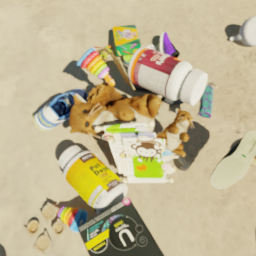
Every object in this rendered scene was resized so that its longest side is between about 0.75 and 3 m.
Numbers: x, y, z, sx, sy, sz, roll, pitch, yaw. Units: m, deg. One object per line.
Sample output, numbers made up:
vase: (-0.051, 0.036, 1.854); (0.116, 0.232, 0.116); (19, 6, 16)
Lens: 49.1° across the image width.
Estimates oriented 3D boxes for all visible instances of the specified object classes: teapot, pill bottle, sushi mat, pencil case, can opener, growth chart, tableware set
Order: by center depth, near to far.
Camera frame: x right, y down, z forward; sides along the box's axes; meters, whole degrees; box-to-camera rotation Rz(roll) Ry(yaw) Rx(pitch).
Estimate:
growth chart: (0.349, 0.838, 8.556); (1.981, 2.738, 0.243); (-9, 37, 15)
tableware set: (-2.599, 3.161, 8.852); (1.367, 0.159, 1.142); (-46, 66, -6)
pill bottle: (1.245, -1.653, 9.009); (2.334, 1.279, 1.279); (28, 62, 26)
pill bottle: (-1.212, 1.634, 9.121); (2.319, 1.267, 1.267); (39, 66, 23)
sushi mat: (-0.179, -1.898, 9.528); (0.085, 1.400, 0.670); (-36, 47, -4)
pencil case: (2.695, -0.905, 9.747); (0.476, 0.517, 1.118); (14, 71, -9)
can opener: (1.228, -1.444, 11.536); (2.236, 0.597, 0.748); (9, 66, 4)
teapot: (5.830, -4.544, 13.207); (1.439, 1.051, 1.420); (19, 101, -16)

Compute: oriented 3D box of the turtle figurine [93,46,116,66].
turtle figurine: (-1.008, -3.369, 12.811); (1.501, 0.483, 1.210); (12, 59, 7)

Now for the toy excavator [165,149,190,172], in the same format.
toy excavator: (1.494, 0.938, 10.156); (1.348, 0.673, 1.311); (-1, 59, -11)

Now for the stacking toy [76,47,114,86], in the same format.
stacking toy: (-0.955, -1.936, 9.369); (0.768, 0.813, 1.400); (-44, 94, 13)

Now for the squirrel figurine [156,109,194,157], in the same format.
squirrel figurine: (1.510, 0.078, 9.068); (1.032, 1.459, 1.362); (25, 89, -4)

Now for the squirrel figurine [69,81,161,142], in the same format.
squirrel figurine: (-0.652, -0.378, 9.669); (2.777, 2.106, 2.975); (0, 24, -16)

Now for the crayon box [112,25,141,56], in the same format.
crayon box: (-0.092, -4.073, 12.968); (1.125, 0.552, 1.894); (-7, 45, -3)

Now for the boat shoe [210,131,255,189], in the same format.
boat shoe: (3.243, 1.026, 8.452); (0.743, 0.699, 2.069); (41, 83, 12)

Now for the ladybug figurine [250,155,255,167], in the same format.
ladybug figurine: (4.783, 0.961, 10.132); (1.530, 0.550, 1.038); (-11, 59, -6)

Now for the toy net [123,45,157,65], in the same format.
toy net: (0.715, -3.318, 12.841); (1.916, 0.370, 1.005); (-39, 64, -22)

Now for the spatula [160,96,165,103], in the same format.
spatula: (0.966, -0.757, 10.629); (0.172, 1.670, 0.472); (31, 32, -22)

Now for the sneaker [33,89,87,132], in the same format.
sneaker: (-2.267, -0.821, 10.473); (0.976, 1.085, 2.639); (48, 43, -6)

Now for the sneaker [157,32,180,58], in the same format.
sneaker: (1.876, -3.520, 12.853); (0.993, 0.694, 1.997); (7, 62, -4)

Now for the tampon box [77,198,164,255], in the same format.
tampon box: (-0.117, 3.569, 8.017); (1.728, 1.456, 2.306); (-28, 63, -16)

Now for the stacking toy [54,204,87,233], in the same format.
stacking toy: (-2.009, 2.795, 9.040); (1.251, 0.687, 0.726); (17, 69, 22)
